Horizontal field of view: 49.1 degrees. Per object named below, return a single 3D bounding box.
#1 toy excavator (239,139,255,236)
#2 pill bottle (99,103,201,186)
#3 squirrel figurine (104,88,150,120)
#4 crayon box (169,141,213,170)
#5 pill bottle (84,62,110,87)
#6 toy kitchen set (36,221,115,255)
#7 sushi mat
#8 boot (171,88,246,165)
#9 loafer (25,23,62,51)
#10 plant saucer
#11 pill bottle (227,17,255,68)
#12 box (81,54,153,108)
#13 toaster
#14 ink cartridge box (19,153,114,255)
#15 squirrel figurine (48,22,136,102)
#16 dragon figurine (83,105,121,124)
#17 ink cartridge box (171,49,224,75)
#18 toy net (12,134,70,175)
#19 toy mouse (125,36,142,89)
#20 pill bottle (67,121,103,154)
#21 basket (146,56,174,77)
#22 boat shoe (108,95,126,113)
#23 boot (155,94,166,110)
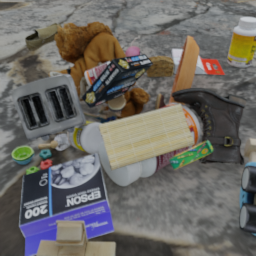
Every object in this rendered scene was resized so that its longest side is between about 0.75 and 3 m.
[{"bbox_3d":[3.180,1.315,6.720,1.235,2.473,2.405,8,80,9],"label":"toy excavator"},{"bbox_3d":[0.604,0.411,7.627,2.611,1.491,1.491,-27,44,-32],"label":"pill bottle"},{"bbox_3d":[-0.058,-1.028,9.648,1.522,1.420,1.077,-10,39,-17],"label":"squirrel figurine"},{"bbox_3d":[1.226,0.523,5.422,0.793,0.231,0.471,-29,-8,18],"label":"crayon box"},{"bbox_3d":[-0.672,-1.596,8.375,1.131,0.620,0.620,-21,36,7],"label":"pill bottle"},{"bbox_3d":[-0.995,2.542,4.944,1.458,1.189,1.315,1,36,2],"label":"toy kitchen set"},{"bbox_3d":[0.494,0.169,6.717,2.295,0.139,1.098,-15,77,-20],"label":"sushi mat"},{"bbox_3d":[2.166,0.004,7.623,2.244,1.953,0.777,10,-4,3],"label":"boot"},{"bbox_3d":[-3.041,-3.308,10.040,1.483,0.500,0.564,-36,64,-2],"label":"loafer"},{"bbox_3d":[1.901,-1.750,9.578,0.492,2.626,2.626,13,37,4],"label":"plant saucer"},{"bbox_3d":[5.469,-4.027,13.223,1.158,2.120,1.158,0,36,0],"label":"pill bottle"},{"bbox_3d":[-0.250,-1.271,7.380,0.403,1.393,1.753,50,33,5],"label":"box"},{"bbox_3d":[-1.963,-0.591,7.098,1.485,1.642,0.974,-17,12,-5],"label":"toaster"},{"bbox_3d":[-1.445,1.653,6.369,1.965,0.430,1.984,-17,44,-3],"label":"ink cartridge box"},{"bbox_3d":[-1.489,-2.257,9.783,2.626,1.991,2.814,-27,80,3],"label":"squirrel figurine"},{"bbox_3d":[-0.767,-0.318,8.710,1.645,0.818,0.484,-13,71,-35],"label":"dragon figurine"},{"bbox_3d":[3.283,-3.182,13.424,2.332,0.665,1.896,-1,35,6],"label":"ink cartridge box"},{"bbox_3d":[-2.349,0.636,8.276,1.020,0.375,1.944,28,44,34],"label":"toy net"},{"bbox_3d":[-0.207,-2.297,10.905,2.674,2.376,0.517,-29,11,37],"label":"toy mouse"},{"bbox_3d":[-1.211,0.240,8.078,0.866,0.866,1.585,-21,14,-27],"label":"pill bottle"},{"bbox_3d":[1.424,-2.889,12.722,1.223,0.873,0.911,0,37,0],"label":"basket"},{"bbox_3d":[-0.344,-0.679,8.282,0.512,0.461,1.423,5,22,-5],"label":"boat shoe"},{"bbox_3d":[1.415,-0.495,9.090,1.062,1.276,0.462,0,25,1],"label":"boot"}]
